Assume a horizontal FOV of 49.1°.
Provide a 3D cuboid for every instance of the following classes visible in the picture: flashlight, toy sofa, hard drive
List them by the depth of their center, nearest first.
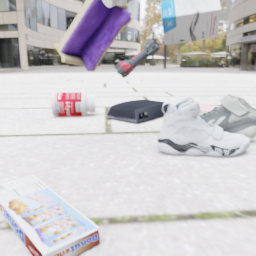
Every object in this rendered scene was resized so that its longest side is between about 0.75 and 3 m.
[{"bbox_3d":[-1.060,-2.844,8.237,0.984,2.376,1.160,-5,55,-53],"label":"toy sofa"},{"bbox_3d":[0.276,-2.082,8.307,1.449,0.491,0.492,-36,-1,26],"label":"flashlight"},{"bbox_3d":[0.579,-0.847,13.053,1.971,0.618,2.922,12,18,38],"label":"hard drive"}]

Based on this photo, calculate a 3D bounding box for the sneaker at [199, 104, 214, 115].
[{"bbox_3d":[3.371,-0.626,12.081,1.785,0.672,0.933,16,16,35],"label":"sneaker"}]

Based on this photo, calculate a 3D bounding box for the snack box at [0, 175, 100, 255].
[{"bbox_3d":[-1.566,1.438,4.829,0.909,0.308,2.530,-12,19,-39],"label":"snack box"}]

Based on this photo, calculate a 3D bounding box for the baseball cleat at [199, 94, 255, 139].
[{"bbox_3d":[2.888,-0.408,9.488,2.921,1.554,1.018,3,23,19],"label":"baseball cleat"}]

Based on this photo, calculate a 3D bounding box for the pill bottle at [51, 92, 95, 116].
[{"bbox_3d":[-2.532,-1.112,13.103,1.979,1.111,1.111,-1,15,-6],"label":"pill bottle"}]

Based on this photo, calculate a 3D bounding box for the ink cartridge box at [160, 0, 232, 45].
[{"bbox_3d":[2.163,-3.428,8.828,2.168,0.723,1.256,-5,-24,10],"label":"ink cartridge box"}]

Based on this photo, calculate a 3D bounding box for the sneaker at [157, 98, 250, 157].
[{"bbox_3d":[2.190,-0.036,8.049,2.698,1.551,1.014,0,14,1],"label":"sneaker"}]

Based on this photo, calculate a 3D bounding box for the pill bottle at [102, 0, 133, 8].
[{"bbox_3d":[-0.056,-2.615,5.244,0.916,0.508,0.508,-35,28,-19],"label":"pill bottle"}]
